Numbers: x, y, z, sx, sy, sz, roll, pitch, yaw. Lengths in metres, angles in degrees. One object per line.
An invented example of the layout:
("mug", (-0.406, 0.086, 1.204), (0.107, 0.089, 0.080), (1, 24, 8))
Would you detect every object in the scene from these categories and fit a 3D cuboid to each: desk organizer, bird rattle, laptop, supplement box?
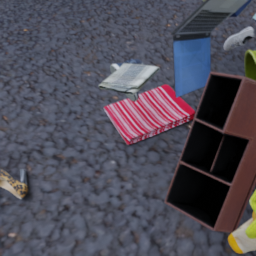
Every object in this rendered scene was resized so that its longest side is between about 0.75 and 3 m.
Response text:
("desk organizer", (1.783, 0.480, 5.323), (1.105, 2.870, 1.029), (13, 11, -23))
("bird rattle", (2.355, 1.146, 4.030), (2.231, 1.819, 1.257), (-27, 72, -35))
("laptop", (2.192, -2.115, 7.109), (2.179, 2.328, 1.349), (-25, 81, -47))
("supplement box", (3.219, -4.741, 8.861), (1.717, 1.715, 1.153), (-47, 31, -4))

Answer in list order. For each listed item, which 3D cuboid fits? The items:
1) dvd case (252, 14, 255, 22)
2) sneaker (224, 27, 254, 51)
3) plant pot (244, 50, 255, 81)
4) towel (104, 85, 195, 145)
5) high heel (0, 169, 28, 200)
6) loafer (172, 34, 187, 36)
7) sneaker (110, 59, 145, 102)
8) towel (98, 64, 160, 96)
("dvd case", (3.998, -3.007, 7.651), (0.944, 0.104, 0.689), (39, 92, 11))
("sneaker", (3.707, -2.918, 9.398), (0.398, 1.064, 0.436), (24, 48, -35))
("plant pot", (3.981, -0.905, 6.216), (2.153, 2.236, 2.236), (-12, 46, 17))
("towel", (0.728, -0.561, 9.563), (2.630, 0.296, 1.902), (-21, 51, -18))
("high heel", (-3.385, 1.581, 7.489), (1.336, 0.477, 0.953), (-6, 41, -17))
("loafer", (1.837, -3.092, 9.263), (0.856, 0.305, 0.312), (-15, 71, 36))
("sneaker", (0.204, -1.445, 8.176), (0.963, 0.507, 1.333), (-22, 71, -24))
("towel", (0.006, -1.172, 6.439), (1.066, 0.191, 1.107), (16, 50, 34))
